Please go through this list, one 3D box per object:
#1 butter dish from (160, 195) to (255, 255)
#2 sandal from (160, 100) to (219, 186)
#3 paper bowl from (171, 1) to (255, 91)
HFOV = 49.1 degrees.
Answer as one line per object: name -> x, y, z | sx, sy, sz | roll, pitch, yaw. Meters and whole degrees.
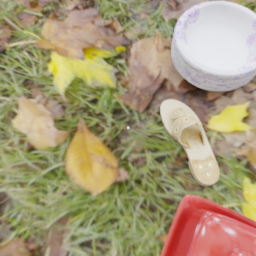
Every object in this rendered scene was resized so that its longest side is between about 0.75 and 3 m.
butter dish -> 2.282, 3.155, 6.439 | 2.797, 2.073, 2.805 | 23, 69, 8
sandal -> 1.905, 0.185, 8.269 | 1.104, 0.990, 3.010 | -19, 69, -8
paper bowl -> 2.853, -2.508, 9.107 | 2.919, 1.518, 2.919 | 0, 67, 0
